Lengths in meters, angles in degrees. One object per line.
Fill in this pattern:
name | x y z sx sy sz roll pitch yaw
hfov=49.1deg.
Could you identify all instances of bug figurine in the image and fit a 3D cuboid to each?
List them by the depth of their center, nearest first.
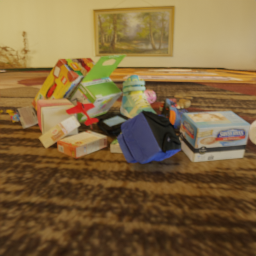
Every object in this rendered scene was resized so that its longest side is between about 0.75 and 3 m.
bug figurine | -5.272 -0.426 11.706 2.070 0.533 1.605 -6 10 -7

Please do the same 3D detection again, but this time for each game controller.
game controller | -0.494 -0.178 10.418 1.091 0.440 2.091 -29 19 -12

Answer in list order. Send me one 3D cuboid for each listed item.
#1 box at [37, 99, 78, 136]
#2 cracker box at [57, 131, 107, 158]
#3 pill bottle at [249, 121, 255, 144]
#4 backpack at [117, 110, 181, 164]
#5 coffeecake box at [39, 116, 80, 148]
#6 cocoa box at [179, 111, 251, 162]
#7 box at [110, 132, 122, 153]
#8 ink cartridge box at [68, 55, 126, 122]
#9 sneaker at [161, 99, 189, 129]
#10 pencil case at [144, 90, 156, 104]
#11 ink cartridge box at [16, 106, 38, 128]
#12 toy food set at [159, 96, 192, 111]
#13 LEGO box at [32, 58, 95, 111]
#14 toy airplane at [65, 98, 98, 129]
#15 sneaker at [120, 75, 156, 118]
box | -2.748 -0.436 10.699 1.241 1.057 1.941 -6 16 -23
cracker box | -1.401 0.487 8.648 0.867 0.373 1.294 14 23 38
pill bottle | 4.541 0.071 9.215 0.875 0.875 1.549 11 19 35
backpack | 0.580 0.282 7.452 1.314 1.272 1.566 -30 -16 31
coffeecake box | -2.217 0.116 9.149 0.878 0.418 1.144 -33 5 20
cocoa box | 2.438 0.205 8.089 1.633 1.071 1.089 -3 26 -12
box | 0.191 0.445 8.954 1.155 0.291 1.600 3 13 11
ink cartridge box | -1.093 -1.743 12.146 1.082 2.857 2.111 50 32 9
sneaker | 1.905 -0.460 11.388 1.075 1.033 2.742 16 18 -3
pencil case | 0.783 -1.643 15.621 0.805 0.771 1.861 14 21 32
ink cartridge box | -4.064 -0.453 11.315 0.176 0.797 0.812 -19 7 23
toy food set | 2.426 -1.179 14.834 1.490 0.369 2.344 12 27 35
LEGO box | -2.695 -1.768 12.467 1.055 2.735 2.037 51 34 10
toy airplane | -1.547 -0.534 9.878 1.279 1.279 0.235 -15 -16 -44
sneaker | 0.423 -1.270 12.137 1.157 1.899 2.909 -5 18 -24
